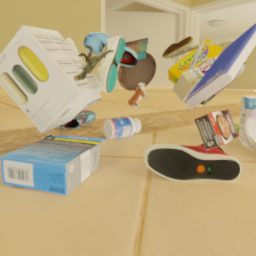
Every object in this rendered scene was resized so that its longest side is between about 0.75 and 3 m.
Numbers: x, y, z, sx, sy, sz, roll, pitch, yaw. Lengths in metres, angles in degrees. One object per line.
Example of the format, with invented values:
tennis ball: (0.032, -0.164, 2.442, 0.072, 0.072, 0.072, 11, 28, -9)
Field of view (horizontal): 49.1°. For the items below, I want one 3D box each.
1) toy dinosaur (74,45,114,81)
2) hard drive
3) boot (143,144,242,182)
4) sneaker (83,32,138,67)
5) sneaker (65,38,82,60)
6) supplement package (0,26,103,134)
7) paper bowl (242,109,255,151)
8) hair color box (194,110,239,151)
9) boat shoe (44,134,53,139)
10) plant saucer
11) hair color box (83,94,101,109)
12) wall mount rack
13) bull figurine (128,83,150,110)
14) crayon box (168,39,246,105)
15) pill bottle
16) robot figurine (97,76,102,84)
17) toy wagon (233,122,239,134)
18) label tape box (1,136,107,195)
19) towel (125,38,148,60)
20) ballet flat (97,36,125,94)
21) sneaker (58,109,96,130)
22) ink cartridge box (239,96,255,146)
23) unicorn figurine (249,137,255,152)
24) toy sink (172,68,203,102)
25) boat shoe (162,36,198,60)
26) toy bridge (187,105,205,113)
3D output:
toy dinosaur: (-0.959, -1.737, 7.060, 1.316, 0.580, 0.312, -36, -2, 26)
hard drive: (3.043, -1.993, 8.749, 2.924, 0.371, 1.929, -50, 4, -30)
boot: (1.885, 0.926, 9.072, 2.875, 1.041, 2.074, 8, 12, -1)
sneaker: (-0.587, -3.080, 11.067, 2.364, 0.927, 1.063, 17, 17, -20)
sneaker: (-2.566, -3.070, 11.927, 1.021, 1.164, 2.904, -43, 21, 11)
supplement package: (-2.653, -1.632, 9.445, 2.029, 2.673, 2.014, -40, 0, 22)
paper bowl: (5.436, 0.147, 10.779, 1.912, 1.912, 0.994, 3, -17, 16)
hair color box: (2.488, 0.015, 7.733, 0.538, 0.892, 1.757, -24, -7, 33)
boat shoe: (-3.377, 0.492, 12.249, 0.483, 0.475, 1.340, -7, 14, -30)
plant saucer: (0.474, -2.796, 14.053, 2.142, 2.142, 0.344, 7, -11, 31)
hair color box: (-1.927, -1.736, 11.975, 0.888, 1.625, 0.526, -27, -6, -17)
wall mount rack: (2.242, -2.154, 8.342, 0.391, 1.048, 0.911, 27, -19, -7)
bull figurine: (0.505, -1.418, 12.560, 0.730, 1.203, 0.392, 42, 20, 12)
crayon box: (3.685, -2.710, 13.360, 2.730, 0.796, 2.356, -39, 62, -12)
pill bottle: (-0.269, -0.025, 13.520, 1.712, 0.961, 0.961, -8, 15, -35)
robot figurine: (-1.249, -2.559, 14.660, 0.790, 0.446, 0.670, -2, 40, 6)
toy wagon: (6.283, 0.062, 14.363, 1.775, 0.453, 2.288, -9, 15, -39)
label tape box: (-2.121, 0.989, 8.839, 2.091, 0.965, 2.919, 5, 11, 17)
towel: (0.246, -3.570, 13.109, 1.354, 0.200, 1.846, -15, -10, -4)
ballet flat: (-0.619, -2.017, 8.965, 0.706, 2.034, 0.706, 12, -16, 4)
sneaker: (-2.774, -0.310, 15.601, 2.425, 0.962, 1.159, -15, 32, -31)
ink cartridge box: (5.751, -0.319, 12.155, 1.512, 2.070, 1.519, 1, 11, 12)
unicorn figurine: (5.378, 1.006, 9.445, 2.220, 0.820, 1.525, 14, 2, -2)
toy sink: (2.539, -1.845, 11.238, 0.902, 0.775, 1.384, -26, -17, -28)
boat shoe: (1.618, -2.463, 8.946, 0.414, 0.484, 1.320, 33, -23, -28)
toy bridge: (2.959, -0.880, 12.085, 0.815, 0.274, 0.111, -15, 56, -6)
